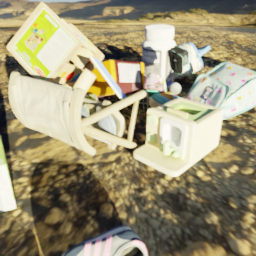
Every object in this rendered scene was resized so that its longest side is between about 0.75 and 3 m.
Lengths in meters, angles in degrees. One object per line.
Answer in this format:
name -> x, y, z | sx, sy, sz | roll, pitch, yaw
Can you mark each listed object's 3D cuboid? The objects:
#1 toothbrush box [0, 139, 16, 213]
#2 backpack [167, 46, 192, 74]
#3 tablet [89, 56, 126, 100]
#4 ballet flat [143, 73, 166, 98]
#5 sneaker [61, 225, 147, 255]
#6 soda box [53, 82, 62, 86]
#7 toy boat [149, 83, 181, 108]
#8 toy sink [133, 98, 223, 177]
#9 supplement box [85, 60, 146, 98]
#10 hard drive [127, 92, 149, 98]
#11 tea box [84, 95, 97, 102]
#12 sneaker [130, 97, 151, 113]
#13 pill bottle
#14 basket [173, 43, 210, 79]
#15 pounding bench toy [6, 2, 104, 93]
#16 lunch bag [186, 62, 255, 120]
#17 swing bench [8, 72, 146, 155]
toothbrush box -> -3.232, 1.048, 6.647 | 0.731, 1.237, 1.698 | -12, 29, -23
backpack -> 2.025, -2.644, 10.944 | 0.758, 0.988, 0.869 | -31, 45, -26
tablet -> -0.580, -1.475, 8.498 | 0.106, 1.559, 1.014 | -36, 0, 11
ballet flat -> 1.162, -1.714, 11.549 | 0.872, 0.898, 2.522 | 8, -2, 15
sneaker -> -0.478, 2.297, 4.763 | 1.794, 0.629, 0.736 | -19, 28, -32
soda box -> -3.726, -2.185, 13.681 | 0.837, 0.924, 2.639 | 7, 27, 14
toy boat -> 1.778, -1.078, 11.004 | 1.875, 1.037, 2.231 | 18, 22, -1
toy sink -> 1.497, 0.105, 8.416 | 1.612, 1.385, 2.473 | 23, 34, 38
supplement box -> -0.601, -1.990, 11.809 | 1.923, 1.277, 1.897 | -9, 5, -45
hard drive -> 0.674, -1.800, 13.649 | 2.067, 0.276, 1.364 | 8, 27, 17
tea box -> -1.618, -0.769, 10.802 | 0.872, 0.886, 0.592 | -4, 26, -9
sneaker -> 0.769, -1.078, 11.796 | 0.694, 0.629, 1.633 | -14, 29, -37
pill bottle -> 1.526, -3.562, 14.130 | 1.669, 2.933, 1.669 | -1, 30, 0
basket -> 3.128, -3.812, 15.747 | 2.244, 1.770, 2.545 | -7, 32, 52
pounding bench toy -> -1.932, -2.162, 9.475 | 2.962, 1.840, 2.310 | 46, 12, 11
lunch bag -> 3.868, -1.431, 11.470 | 2.481, 1.513, 2.113 | -30, 36, -9
swing bench -> -1.530, -0.463, 8.305 | 2.863, 1.867, 2.878 | 19, 16, 36
